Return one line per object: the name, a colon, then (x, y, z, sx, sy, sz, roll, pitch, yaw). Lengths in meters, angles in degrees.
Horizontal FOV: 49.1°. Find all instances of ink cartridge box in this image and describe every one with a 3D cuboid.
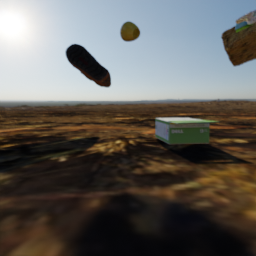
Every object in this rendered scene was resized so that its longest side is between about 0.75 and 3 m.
ink cartridge box: (0.966, 0.052, 4.901, 0.703, 0.401, 1.354, -1, 4, -8)

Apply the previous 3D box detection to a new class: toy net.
toy net: (2.147, -1.878, 4.813, 0.575, 0.212, 1.096, -20, 9, 21)

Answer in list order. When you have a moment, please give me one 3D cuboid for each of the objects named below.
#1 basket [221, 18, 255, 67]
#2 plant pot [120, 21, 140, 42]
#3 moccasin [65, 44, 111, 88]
basket: (2.989, -2.323, 6.769, 1.373, 1.023, 0.980, -17, -36, 32)
plant pot: (0.169, -4.044, 11.896, 0.850, 0.850, 0.603, -4, 25, -41)
moccasin: (-1.397, -2.191, 9.870, 2.266, 0.829, 0.875, 37, -11, 23)
